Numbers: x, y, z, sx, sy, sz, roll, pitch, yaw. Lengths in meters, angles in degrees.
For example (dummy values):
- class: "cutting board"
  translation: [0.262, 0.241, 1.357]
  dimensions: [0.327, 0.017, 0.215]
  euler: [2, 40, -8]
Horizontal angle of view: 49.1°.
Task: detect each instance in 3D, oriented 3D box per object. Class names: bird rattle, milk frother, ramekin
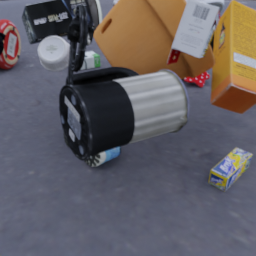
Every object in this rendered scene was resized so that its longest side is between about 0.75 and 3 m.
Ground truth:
- class: "bird rattle"
  translation: [2.776, -2.882, 13.505]
  dimensions: [2.341, 1.617, 2.871]
  euler: [-1, 42, 21]
- class: "milk frother"
  translation: [-0.076, -0.818, 4.904]
  dimensions: [2.076, 2.207, 1.991]
  euler: [-16, 65, -30]
- class: "ramekin"
  translation: [-1.932, -1.969, 7.342]
  dimensions: [0.913, 0.913, 0.425]
  euler: [2, -12, 3]

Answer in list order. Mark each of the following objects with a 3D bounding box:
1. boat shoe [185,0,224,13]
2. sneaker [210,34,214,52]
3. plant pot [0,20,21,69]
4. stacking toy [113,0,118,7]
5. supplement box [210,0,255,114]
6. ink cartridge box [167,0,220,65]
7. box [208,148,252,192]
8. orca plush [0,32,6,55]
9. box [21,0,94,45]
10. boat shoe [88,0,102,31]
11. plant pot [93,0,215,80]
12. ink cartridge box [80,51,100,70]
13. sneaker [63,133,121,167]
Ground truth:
- class: "boat shoe"
  translation: [1.893, -4.188, 9.528]
  dimensions: [2.614, 0.941, 0.811]
  euler: [-4, 64, -1]
- class: "sneaker"
  translation: [2.570, -2.704, 9.026]
  dimensions: [0.677, 1.492, 0.567]
  euler: [-21, 36, 29]
- class: "plant pot"
  translation: [-7.044, -4.310, 14.105]
  dimensions: [2.490, 2.734, 2.734]
  euler: [8, 32, 6]
- class: "stacking toy"
  translation: [0.405, -4.202, 9.408]
  dimensions: [1.925, 0.600, 2.554]
  euler: [23, 11, -3]
- class: "supplement box"
  translation: [2.813, -1.886, 7.269]
  dimensions: [1.006, 0.973, 2.924]
  euler: [14, 62, -9]
- class: "ink cartridge box"
  translation: [0.899, -1.200, 3.784]
  dimensions: [0.390, 0.818, 0.931]
  euler: [24, 21, 12]
- class: "box"
  translation: [2.670, 1.054, 7.286]
  dimensions: [0.488, 0.448, 1.393]
  euler: [26, 40, 37]
- class: "orca plush"
  translation: [-3.165, -1.749, 5.957]
  dimensions: [1.050, 1.554, 2.953]
  euler: [-12, 7, -42]
- class: "box"
  translation: [-2.130, -3.133, 8.247]
  dimensions: [1.671, 0.879, 2.041]
  euler: [-20, 19, -19]
- class: "boat shoe"
  translation: [-1.599, -4.740, 10.825]
  dimensions: [0.868, 1.027, 2.882]
  euler: [-9, 68, -14]
- class: "plant pot"
  translation: [0.495, -2.117, 6.980]
  dimensions: [2.005, 2.864, 2.864]
  euler: [-35, 31, 10]
- class: "ink cartridge box"
  translation: [-2.367, -3.546, 14.812]
  dimensions: [1.485, 0.617, 1.088]
  euler: [-16, 35, -25]
- class: "sneaker"
  translation: [-1.113, 0.282, 8.385]
  dimensions: [1.121, 0.976, 2.491]
  euler: [-4, 33, -38]
